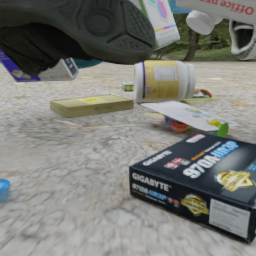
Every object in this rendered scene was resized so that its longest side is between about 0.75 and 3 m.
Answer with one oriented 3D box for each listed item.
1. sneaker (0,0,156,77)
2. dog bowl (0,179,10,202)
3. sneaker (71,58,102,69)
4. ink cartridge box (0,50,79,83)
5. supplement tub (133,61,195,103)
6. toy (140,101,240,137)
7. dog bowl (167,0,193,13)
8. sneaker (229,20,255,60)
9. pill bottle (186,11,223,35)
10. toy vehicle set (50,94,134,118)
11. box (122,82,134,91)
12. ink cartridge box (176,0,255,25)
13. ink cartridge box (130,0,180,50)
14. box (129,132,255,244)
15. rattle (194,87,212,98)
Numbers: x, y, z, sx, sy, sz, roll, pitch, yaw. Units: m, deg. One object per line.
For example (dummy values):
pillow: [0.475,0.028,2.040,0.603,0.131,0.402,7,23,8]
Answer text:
sneaker: [-0.855,-1.253,3.847,2.429,0.929,1.392,13,-19,1]
dog bowl: [-1.998,0.866,3.795,0.784,0.194,0.437,1,16,2]
sneaker: [-2.135,-2.269,7.881,2.909,1.175,1.113,-10,-9,-17]
ink cartridge box: [-2.100,-1.652,5.734,1.667,1.682,0.365,3,54,25]
supplement tub: [1.290,-1.709,10.380,2.097,1.525,1.525,-1,16,-3]
toy: [1.427,-0.172,6.877,1.245,0.510,2.162,-8,20,-37]
dog bowl: [1.872,-4.217,9.378,2.333,0.578,1.300,-12,31,-23]
sneaker: [3.124,-3.150,7.014,1.124,2.792,1.067,-9,12,-36]
pill bottle: [1.964,-2.899,6.440,0.780,1.348,0.780,33,0,0]
toy vehicle set: [-1.204,-0.793,9.368,2.394,0.317,1.488,-10,19,-32]
box: [0.712,-2.034,13.713,1.873,0.325,1.031,-2,16,-7]
ink cartridge box: [1.915,-3.058,4.946,1.499,2.036,1.473,19,30,12]
ink cartridge box: [0.334,-3.535,7.572,0.857,2.888,1.500,-13,15,36]
box: [1.279,0.643,4.041,1.637,0.474,2.060,13,21,39]
rattle: [2.461,-1.982,11.724,2.022,1.445,1.317,1,-3,26]
